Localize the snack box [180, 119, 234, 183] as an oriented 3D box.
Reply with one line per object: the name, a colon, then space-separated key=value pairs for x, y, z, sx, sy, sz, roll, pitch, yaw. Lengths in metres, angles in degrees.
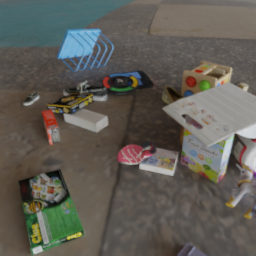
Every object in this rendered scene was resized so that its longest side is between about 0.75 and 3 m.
snack box: x=2.410 y=0.700 z=8.779 sx=1.393 sy=1.652 sz=0.559 roll=26 pitch=41 yaw=36

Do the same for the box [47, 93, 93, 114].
box: x=-2.429 y=-1.053 z=11.912 sx=1.265 sy=0.391 sz=1.585 roll=8 pitch=27 yaw=28

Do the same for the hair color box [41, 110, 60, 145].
hair color box: x=-2.991 y=-0.054 z=10.826 sx=0.432 sy=0.716 sz=1.411 roll=-13 pitch=34 yaw=-20

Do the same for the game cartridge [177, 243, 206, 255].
game cartridge: x=1.619 y=3.172 z=6.298 sx=1.141 sy=0.219 sz=0.740 roll=25 pitch=36 yaw=33

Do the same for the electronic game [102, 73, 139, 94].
electronic game: x=-0.394 y=-2.277 z=14.230 sx=1.884 sy=0.392 sz=1.884 roll=1 pitch=40 yaw=-1

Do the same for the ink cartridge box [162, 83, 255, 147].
ink cartridge box: x=2.932 y=-0.351 z=9.009 sx=2.933 sy=0.693 sz=2.348 roll=-22 pitch=40 yaw=-18

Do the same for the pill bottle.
pill bottle: x=4.016 y=0.341 z=9.629 sx=1.326 sy=1.326 sz=2.396 roll=-5 pitch=33 yaw=-8

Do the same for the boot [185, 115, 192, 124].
boot: x=2.863 y=-0.175 z=10.688 sx=0.815 sy=1.059 sz=2.216 roll=-13 pitch=35 yaw=-19

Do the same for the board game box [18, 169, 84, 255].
board game box: x=-2.219 y=2.170 z=7.781 sx=1.328 sy=0.297 sz=2.535 roll=-12 pitch=34 yaw=-21

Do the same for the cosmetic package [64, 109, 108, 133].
cosmetic package: x=-1.744 y=-0.357 z=11.474 sx=1.778 sy=0.450 sz=0.734 roll=18 pitch=35 yaw=31

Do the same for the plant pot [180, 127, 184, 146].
plant pot: x=2.302 y=0.370 z=9.936 sx=1.097 sy=1.097 sz=0.151 roll=-24 pitch=4 yaw=-33

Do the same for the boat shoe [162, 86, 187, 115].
boat shoe: x=2.222 y=-1.240 z=12.720 sx=0.766 sy=0.655 sz=2.090 roll=-18 pitch=37 yaw=-25

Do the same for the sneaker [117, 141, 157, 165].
sneaker: x=0.251 y=0.876 z=8.793 sx=1.553 sy=0.580 sz=0.626 roll=-8 pitch=65 yaw=-46

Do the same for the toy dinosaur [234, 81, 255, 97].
toy dinosaur: x=4.830 y=-0.909 z=10.921 sx=2.913 sy=1.250 sz=1.974 roll=8 pitch=27 yaw=-32

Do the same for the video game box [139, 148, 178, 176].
video game box: x=1.058 y=1.099 z=9.452 sx=1.134 sy=0.265 sz=1.033 roll=10 pitch=32 yaw=15

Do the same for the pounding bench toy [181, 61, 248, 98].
pounding bench toy: x=3.907 y=-1.805 z=12.743 sx=2.495 sy=1.550 sz=1.946 roll=24 pitch=40 yaw=32

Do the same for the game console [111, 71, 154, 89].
game console: x=0.143 y=-2.549 z=15.082 sx=2.059 sy=0.320 sz=1.821 roll=-10 pitch=34 yaw=-14

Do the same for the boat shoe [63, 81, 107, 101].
boat shoe: x=-2.103 y=-1.813 z=13.524 sx=2.198 sy=0.751 sz=0.811 roll=10 pitch=34 yaw=15

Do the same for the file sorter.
file sorter: x=-2.368 y=-4.391 z=15.973 sx=1.577 sy=1.784 sz=2.571 roll=46 pitch=38 yaw=15

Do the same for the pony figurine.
pony figurine: x=3.558 y=1.728 z=7.711 sx=1.472 sy=1.270 sz=1.525 roll=16 pitch=58 yaw=27

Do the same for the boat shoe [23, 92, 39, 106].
boat shoe: x=-4.624 y=-1.407 z=13.251 sx=0.372 sy=0.366 sz=1.033 roll=9 pitch=34 yaw=14
